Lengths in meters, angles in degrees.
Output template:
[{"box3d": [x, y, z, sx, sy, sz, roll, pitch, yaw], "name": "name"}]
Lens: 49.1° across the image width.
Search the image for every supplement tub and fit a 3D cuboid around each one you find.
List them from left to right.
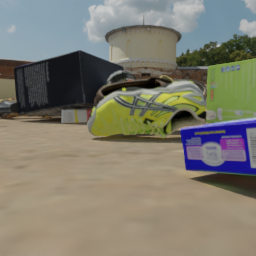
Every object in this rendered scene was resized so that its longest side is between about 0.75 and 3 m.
[{"box3d": [-0.054, -0.953, 8.729, 1.099, 1.099, 1.793, -1, 35, -13], "name": "supplement tub"}]

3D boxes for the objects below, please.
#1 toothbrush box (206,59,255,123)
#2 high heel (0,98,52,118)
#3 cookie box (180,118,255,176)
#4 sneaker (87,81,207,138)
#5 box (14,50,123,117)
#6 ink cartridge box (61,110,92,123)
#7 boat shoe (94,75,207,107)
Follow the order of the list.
[{"box3d": [3.359, -0.933, 7.727, 1.027, 1.737, 2.385, -2, 5, -26], "name": "toothbrush box"}, {"box3d": [-4.144, -0.928, 12.026, 2.048, 1.026, 2.873, 1, 7, 44], "name": "high heel"}, {"box3d": [1.137, 0.107, 2.325, 1.053, 0.396, 0.901, -7, -1, -32], "name": "cookie box"}, {"box3d": [0.335, -0.231, 4.902, 2.156, 0.813, 0.824, -16, 47, 1], "name": "sneaker"}, {"box3d": [-1.975, -1.444, 10.282, 2.891, 1.796, 2.915, -5, -1, 26], "name": "box"}, {"box3d": [-1.626, -0.383, 8.975, 0.972, 0.405, 0.705, -3, 5, -17], "name": "ink cartridge box"}, {"box3d": [0.603, -0.672, 6.169, 2.791, 1.003, 0.831, -11, -32, -17], "name": "boat shoe"}]
